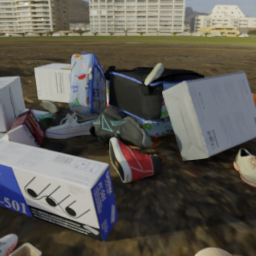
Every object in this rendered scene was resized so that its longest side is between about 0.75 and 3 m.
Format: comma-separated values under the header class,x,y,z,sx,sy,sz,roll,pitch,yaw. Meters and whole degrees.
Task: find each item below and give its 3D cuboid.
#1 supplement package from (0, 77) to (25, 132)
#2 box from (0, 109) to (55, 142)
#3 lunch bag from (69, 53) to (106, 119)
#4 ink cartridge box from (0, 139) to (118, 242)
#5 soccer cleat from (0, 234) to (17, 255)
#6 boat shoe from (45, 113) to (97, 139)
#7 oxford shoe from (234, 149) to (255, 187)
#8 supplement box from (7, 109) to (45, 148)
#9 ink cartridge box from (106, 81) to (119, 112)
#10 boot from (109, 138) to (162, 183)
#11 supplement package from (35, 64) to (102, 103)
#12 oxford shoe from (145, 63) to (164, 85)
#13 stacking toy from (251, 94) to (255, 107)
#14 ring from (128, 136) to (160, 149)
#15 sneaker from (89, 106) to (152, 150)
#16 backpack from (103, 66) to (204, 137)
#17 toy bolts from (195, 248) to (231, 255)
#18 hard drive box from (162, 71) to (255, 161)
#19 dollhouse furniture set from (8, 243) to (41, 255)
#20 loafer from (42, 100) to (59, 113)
class,x,y,z,sx,sy,sz,roll,pitch,yaw
supplement package,-4.466,-0.832,9.340,1.345,1.341,2.294,-3,21,-4
box,-3.965,-0.125,9.942,1.653,0.416,2.291,9,24,22
lunch bag,-1.391,-1.467,10.170,1.020,2.163,2.699,3,-6,3
ink cartridge box,-1.682,1.091,5.344,2.911,1.369,0.644,10,36,23
soccer cleat,-2.168,1.978,4.478,0.328,0.408,0.957,11,24,25
boat shoe,-1.841,-0.148,9.459,1.877,0.800,0.693,-6,22,-15
oxford shoe,3.015,0.980,6.911,0.501,0.522,1.415,-2,21,-6
supplement box,-3.028,0.121,8.488,0.507,0.907,1.666,-27,24,1
ink cartridge box,-0.281,-1.441,11.684,1.160,1.598,0.666,-5,19,-12
boot,0.207,0.753,7.393,1.194,0.599,1.654,-8,32,-18
supplement package,-2.809,-2.185,13.633,2.853,1.563,1.623,8,23,21
oxford shoe,0.749,-1.455,7.755,0.301,0.231,0.801,-1,47,55
stacking toy,5.676,-1.099,11.311,1.238,0.904,0.904,-16,11,32
ring,0.430,0.376,9.048,1.232,0.118,1.232,-1,20,0
sneaker,-0.285,0.198,8.518,1.097,1.043,2.768,-41,30,-13
backpack,1.048,-1.016,9.774,2.955,2.171,2.704,-13,24,-36
toy bolts,2.147,1.614,3.207,2.622,2.505,1.819,14,11,-14
hard drive box,2.529,-0.404,8.144,2.629,2.049,1.010,-14,-3,-33
dollhouse furniture set,-2.127,1.831,4.012,1.130,1.012,1.426,14,25,33
loafer,-3.270,-0.995,12.062,0.473,0.510,1.357,-21,29,-31
